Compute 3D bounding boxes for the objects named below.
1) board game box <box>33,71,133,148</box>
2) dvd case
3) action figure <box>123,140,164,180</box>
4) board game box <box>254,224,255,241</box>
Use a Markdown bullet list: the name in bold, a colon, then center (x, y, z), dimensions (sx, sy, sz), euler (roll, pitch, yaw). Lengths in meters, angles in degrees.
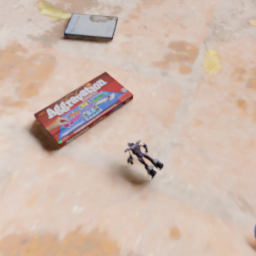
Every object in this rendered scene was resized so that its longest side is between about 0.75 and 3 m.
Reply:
- **board game box**: center (-1.307, -0.653, 8.512), dimensions (2.733, 0.266, 1.407), euler (-36, 62, -22)
- **dvd case**: center (-1.413, -3.944, 10.862), dimensions (1.887, 0.166, 1.346), euler (6, 56, 5)
- **action figure**: center (0.355, 0.768, 7.345), dimensions (0.762, 0.406, 1.171), euler (-38, 67, -21)
- **board game box**: center (3.281, 2.442, 6.377), dimensions (0.830, 0.162, 0.655), euler (8, 72, 12)
